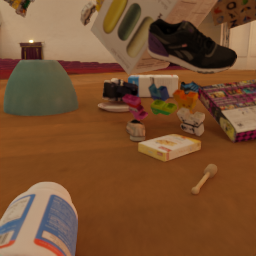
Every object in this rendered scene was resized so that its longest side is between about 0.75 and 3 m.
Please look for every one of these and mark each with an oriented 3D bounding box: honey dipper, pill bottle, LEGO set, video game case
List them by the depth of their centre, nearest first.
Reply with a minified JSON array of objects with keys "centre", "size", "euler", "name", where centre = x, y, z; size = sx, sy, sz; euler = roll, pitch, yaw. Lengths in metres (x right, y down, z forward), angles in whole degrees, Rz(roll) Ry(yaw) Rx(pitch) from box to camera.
[{"centre":[-0.837,1.013,2.574],"size":[0.730,0.730,1.300],"euler":[-1,14,-5],"name":"pill bottle"},{"centre":[1.208,0.815,4.473],"size":[0.177,0.177,0.931],"euler":[9,19,32],"name":"honey dipper"},{"centre":[-2.700,-3.575,6.822],"size":[1.315,1.710,0.991],"euler":[37,14,-34],"name":"LEGO set"},{"centre":[3.296,-0.561,7.414],"size":[2.259,0.405,2.048],"euler":[-9,41,-12],"name":"video game case"},{"centre":[1.256,-0.459,8.095],"size":[2.720,1.116,1.038],"euler":[21,56,43],"name":"LEGO set"}]

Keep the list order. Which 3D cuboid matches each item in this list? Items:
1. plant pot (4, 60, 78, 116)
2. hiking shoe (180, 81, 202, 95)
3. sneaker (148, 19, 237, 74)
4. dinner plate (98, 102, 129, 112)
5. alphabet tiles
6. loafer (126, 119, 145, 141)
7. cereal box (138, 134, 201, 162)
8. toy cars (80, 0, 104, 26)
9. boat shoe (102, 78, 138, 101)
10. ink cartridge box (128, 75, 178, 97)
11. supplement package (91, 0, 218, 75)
[{"centre":[-3.319,-1.632,10.614],"size":[2.746,1.849,2.746],"euler":[0,15,0],"name":"plant pot"},{"centre":[3.539,-2.114,14.743],"size":[1.622,0.703,0.603],"euler":[2,15,7],"name":"hiking shoe"},{"centre":[1.262,-1.696,5.668],"size":[1.875,0.821,0.710],"euler":[16,58,16],"name":"sneaker"},{"centre":[-0.347,-0.813,10.737],"size":[1.606,0.195,1.606],"euler":[1,15,0],"name":"dinner plate"},{"centre":[3.106,-3.556,7.489],"size":[1.817,0.069,2.184],"euler":[-15,-27,21],"name":"alphabet tiles"},{"centre":[0.226,-0.037,7.225],"size":[0.493,0.431,1.371],"euler":[-1,14,-4],"name":"loafer"},{"centre":[0.886,0.391,5.977],"size":[1.116,0.221,0.803],"euler":[-12,18,-38],"name":"cereal box"},{"centre":[-1.168,-4.128,9.485],"size":[0.395,0.801,1.786],"euler":[14,-17,-40],"name":"toy cars"},{"centre":[-0.205,-1.524,11.928],"size":[1.305,1.051,2.815],"euler":[10,13,5],"name":"boat shoe"},{"centre":[1.281,-2.153,14.247],"size":[2.416,1.019,1.764],"euler":[2,15,7],"name":"ink cartridge box"},{"centre":[0.613,-2.950,7.275],"size":[1.806,2.397,1.819],"euler":[-22,68,-46],"name":"supplement package"}]
